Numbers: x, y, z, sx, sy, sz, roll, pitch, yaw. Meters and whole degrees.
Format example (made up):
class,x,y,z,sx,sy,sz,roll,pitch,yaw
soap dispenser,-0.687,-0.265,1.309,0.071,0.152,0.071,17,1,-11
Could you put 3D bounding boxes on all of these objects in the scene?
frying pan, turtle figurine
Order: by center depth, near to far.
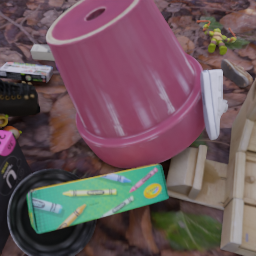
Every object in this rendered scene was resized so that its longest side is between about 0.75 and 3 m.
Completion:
class,x,y,z,sx,sy,sz,roll,pitch,yaw
frying pan,-1.115,2.019,5.016,1.625,0.437,2.687,-18,77,-40
turtle figurine,2.887,-2.971,9.313,1.475,0.475,1.190,21,54,-9

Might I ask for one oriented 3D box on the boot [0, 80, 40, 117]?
class,x,y,z,sx,sy,sz,roll,pitch,yaw
boot,-2.841,-0.933,5.966,1.972,2.851,1.104,-10,77,-24

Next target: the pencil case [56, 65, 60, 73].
class,x,y,z,sx,sy,sz,roll,pitch,yaw
pencil case,-1.205,-1.973,8.055,1.719,0.795,0.732,-4,17,1

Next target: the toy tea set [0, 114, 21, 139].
class,x,y,z,sx,sy,sz,roll,pitch,yaw
toy tea set,-3.003,0.255,6.362,1.121,0.666,0.415,-47,46,-13

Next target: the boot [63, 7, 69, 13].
class,x,y,z,sx,sy,sz,roll,pitch,yaw
boot,-1.357,-3.127,8.715,0.610,1.534,1.762,-8,44,57

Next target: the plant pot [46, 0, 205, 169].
class,x,y,z,sx,sy,sz,roll,pitch,yaw
plant pot,-0.085,-1.131,5.644,2.992,2.678,2.992,-17,43,17

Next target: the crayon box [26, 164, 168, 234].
class,x,y,z,sx,sy,sz,roll,pitch,yaw
crayon box,-0.572,1.191,4.854,2.167,1.287,0.631,-8,78,-24

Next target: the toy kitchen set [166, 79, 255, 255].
class,x,y,z,sx,sy,sz,roll,pitch,yaw
toy kitchen set,2.021,0.400,4.912,2.349,2.598,2.880,12,57,9

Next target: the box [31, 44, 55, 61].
class,x,y,z,sx,sy,sz,roll,pitch,yaw
box,-2.556,-2.407,8.960,0.976,0.334,0.401,4,49,4

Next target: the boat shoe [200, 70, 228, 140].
class,x,y,z,sx,sy,sz,roll,pitch,yaw
boat shoe,1.558,-0.404,4.965,0.408,1.248,0.459,-8,14,6

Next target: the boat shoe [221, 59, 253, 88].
class,x,y,z,sx,sy,sz,roll,pitch,yaw
boat shoe,3.197,-1.636,8.274,0.405,0.427,1.127,-22,62,-22

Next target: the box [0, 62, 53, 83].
class,x,y,z,sx,sy,sz,roll,pitch,yaw
box,-2.897,-1.604,8.014,1.322,0.230,0.728,6,33,-2

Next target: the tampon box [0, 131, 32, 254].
class,x,y,z,sx,sy,sz,roll,pitch,yaw
tampon box,-3.441,1.102,5.064,2.580,1.629,1.934,7,49,6
